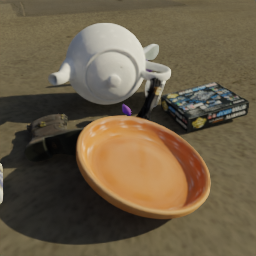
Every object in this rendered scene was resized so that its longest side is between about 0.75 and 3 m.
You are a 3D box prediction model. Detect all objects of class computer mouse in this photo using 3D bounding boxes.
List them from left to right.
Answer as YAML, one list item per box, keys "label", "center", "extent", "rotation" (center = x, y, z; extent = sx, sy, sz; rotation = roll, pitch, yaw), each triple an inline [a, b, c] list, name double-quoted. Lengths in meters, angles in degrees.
- label: "computer mouse"
  center: [0.767, -1.168, 8.981]
  extent: [0.592, 1.480, 2.699]
  rotation: [19, 27, 5]

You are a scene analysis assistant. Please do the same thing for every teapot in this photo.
- label: "teapot"
  center: [-0.536, -1.778, 8.626]
  extent: [2.767, 2.731, 2.021]
  rotation: [-42, 33, 9]

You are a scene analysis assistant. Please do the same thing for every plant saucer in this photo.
- label: "plant saucer"
  center: [0.298, 0.780, 6.002]
  extent: [2.908, 0.544, 2.908]
  rotation: [14, 32, -9]

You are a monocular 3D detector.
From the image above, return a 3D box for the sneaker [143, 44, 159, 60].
- label: "sneaker"
  center: [0.698, -3.450, 12.897]
  extent: [0.690, 0.712, 1.950]
  rotation: [26, 42, 28]

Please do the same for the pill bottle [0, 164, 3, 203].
- label: "pill bottle"
  center: [-3.053, 1.077, 5.943]
  extent: [0.723, 0.723, 1.301]
  rotation: [-12, 35, -18]

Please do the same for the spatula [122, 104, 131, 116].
- label: "spatula"
  center: [-0.104, -0.196, 8.106]
  extent: [0.313, 0.114, 1.109]
  rotation: [28, 56, -29]

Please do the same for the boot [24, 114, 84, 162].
- label: "boot"
  center: [-1.755, 0.054, 7.424]
  extent: [2.077, 0.719, 1.809]
  rotation: [-10, 27, -6]

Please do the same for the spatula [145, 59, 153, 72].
- label: "spatula"
  center: [0.164, -2.680, 10.660]
  extent: [0.649, 0.236, 2.297]
  rotation: [-5, -18, 39]

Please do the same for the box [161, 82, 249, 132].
- label: "box"
  center: [2.334, -0.723, 8.725]
  extent: [2.116, 0.487, 1.682]
  rotation: [-16, 34, -16]
